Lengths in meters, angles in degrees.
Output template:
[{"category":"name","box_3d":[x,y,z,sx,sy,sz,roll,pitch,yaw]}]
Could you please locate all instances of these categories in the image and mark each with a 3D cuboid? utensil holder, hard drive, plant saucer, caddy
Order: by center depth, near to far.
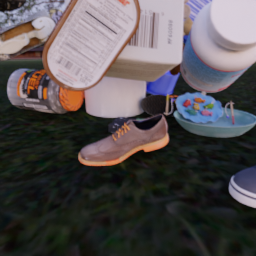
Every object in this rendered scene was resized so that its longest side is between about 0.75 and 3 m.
[{"category":"hard drive","box_3d":[0.238,-0.051,8.423,1.432,0.271,1.000,4,17,13]},{"category":"plant saucer","box_3d":[2.607,-0.177,8.555,2.432,0.437,2.432,1,17,0]},{"category":"utensil holder","box_3d":[-0.478,-2.041,10.460,2.452,2.885,2.452,-1,18,0]},{"category":"caddy","box_3d":[1.307,-2.409,14.129,2.037,1.513,2.882,29,25,15]}]

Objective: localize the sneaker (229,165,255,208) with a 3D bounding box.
[{"category":"sneaker","box_3d":[3.115,0.662,4.738,2.791,1.108,1.095,-3,19,-4]}]

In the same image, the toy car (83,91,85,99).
[{"category":"toy car","box_3d":[-1.447,-1.476,12.773,2.076,0.463,1.954,-5,18,-15]}]

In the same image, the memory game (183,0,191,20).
[{"category":"memory game","box_3d":[0.607,-3.112,7.291,2.067,2.067,0.132,4,-11,13]}]

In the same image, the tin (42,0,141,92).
[{"category":"tin","box_3d":[-0.593,-1.453,4.504,1.094,1.954,0.409,29,21,-26]}]

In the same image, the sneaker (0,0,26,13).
[{"category":"sneaker","box_3d":[-3.090,-2.894,5.496,2.101,0.833,0.776,8,-6,-24]}]

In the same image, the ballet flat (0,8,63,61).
[{"category":"ballet flat","box_3d":[-2.914,-2.689,8.246,2.759,0.992,0.992,-32,29,-19]}]

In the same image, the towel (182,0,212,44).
[{"category":"towel","box_3d":[2.361,-3.938,9.639,1.715,2.369,0.282,15,-3,-37]}]

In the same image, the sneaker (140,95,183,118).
[{"category":"sneaker","box_3d":[1.507,-0.807,10.270,2.307,0.807,1.038,-2,4,-11]}]

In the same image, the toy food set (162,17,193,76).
[{"category":"toy food set","box_3d":[1.658,-2.397,8.613,2.729,1.735,0.430,-33,34,-28]}]

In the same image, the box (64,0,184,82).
[{"category":"box","box_3d":[-0.181,-2.272,5.860,2.210,2.221,1.903,4,-3,-10]}]

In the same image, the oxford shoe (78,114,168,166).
[{"category":"oxford shoe","box_3d":[-0.121,0.213,6.242,2.115,0.771,0.754,-18,38,-15]}]

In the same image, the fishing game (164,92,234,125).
[{"category":"fishing game","box_3d":[2.351,-0.753,9.181,2.255,0.350,1.614,10,42,8]}]

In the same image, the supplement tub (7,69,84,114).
[{"category":"supplement tub","box_3d":[-3.057,-1.369,10.495,2.551,1.563,1.563,7,18,22]}]

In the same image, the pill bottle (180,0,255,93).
[{"category":"pill bottle","box_3d":[2.166,-1.906,6.473,1.598,1.598,2.939,1,-7,4]}]
